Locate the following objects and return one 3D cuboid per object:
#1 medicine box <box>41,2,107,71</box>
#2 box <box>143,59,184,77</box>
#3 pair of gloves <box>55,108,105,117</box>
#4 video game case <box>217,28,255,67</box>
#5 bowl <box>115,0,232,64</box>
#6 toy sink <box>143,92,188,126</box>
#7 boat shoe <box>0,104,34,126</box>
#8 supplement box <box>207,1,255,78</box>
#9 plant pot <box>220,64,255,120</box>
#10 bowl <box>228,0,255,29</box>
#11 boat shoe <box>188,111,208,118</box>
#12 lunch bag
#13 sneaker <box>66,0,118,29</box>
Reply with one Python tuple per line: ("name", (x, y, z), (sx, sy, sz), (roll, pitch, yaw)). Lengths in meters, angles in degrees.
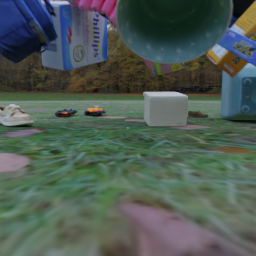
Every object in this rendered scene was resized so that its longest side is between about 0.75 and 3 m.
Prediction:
("medicine box", (-1.611, -2.834, 8.469), (1.002, 1.773, 1.947), (19, 31, 31))
("box", (0.929, -3.356, 9.261), (1.192, 2.466, 2.169), (-13, -18, 14))
("pair of gloves", (-1.982, -0.628, 11.621), (2.027, 0.251, 1.806), (-4, 9, -13))
("video game case", (2.533, -1.428, 5.488), (1.632, 0.371, 1.479), (43, 28, 27))
("bowl", (0.731, -2.095, 4.740), (1.835, 0.960, 1.835), (3, -35, 2))
("toy sink", (1.022, -0.564, 8.225), (1.043, 0.897, 1.600), (0, 12, -4))
("boat shoe", (-3.255, -0.372, 7.853), (1.677, 0.580, 0.618), (5, 8, 38))
("supplement box", (3.071, -2.361, 6.821), (0.764, 2.296, 0.790), (28, 31, -27))
("plant pot", (4.108, -1.129, 9.086), (1.951, 1.956, 1.992), (2, 12, 15))
("bowl", (3.674, -3.453, 7.600), (2.489, 0.488, 2.489), (14, -18, 4))
("boat shoe", (2.650, -0.530, 10.640), (0.757, 0.257, 0.272), (2, 7, 17))
("lunch bag", (-2.252, -2.335, 5.509), (1.341, 2.027, 1.377), (-36, 10, -5))
("sneaker", (-0.295, -3.276, 7.584), (2.864, 1.132, 1.366), (32, 22, -6))
